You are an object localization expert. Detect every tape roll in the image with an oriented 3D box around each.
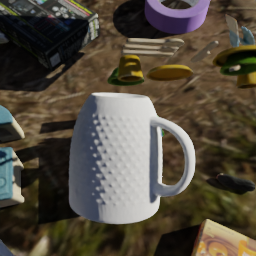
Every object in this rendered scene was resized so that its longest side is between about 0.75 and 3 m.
[{"bbox_3d":[1.582,-4.074,9.211,2.044,0.671,2.044,0,62,1],"label":"tape roll"}]

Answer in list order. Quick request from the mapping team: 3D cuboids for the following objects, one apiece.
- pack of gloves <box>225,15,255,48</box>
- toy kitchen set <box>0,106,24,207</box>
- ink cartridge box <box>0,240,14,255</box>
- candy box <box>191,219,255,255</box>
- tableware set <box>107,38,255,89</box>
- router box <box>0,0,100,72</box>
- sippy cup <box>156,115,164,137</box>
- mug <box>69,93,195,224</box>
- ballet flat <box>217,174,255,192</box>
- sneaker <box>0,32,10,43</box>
[{"bbox_3d":[2.298,-1.781,5.826,0.190,0.962,0.808,-36,49,3],"label":"pack of gloves"},{"bbox_3d":[-4.014,0.638,6.085,2.960,1.744,2.372,-10,62,-5],"label":"toy kitchen set"},{"bbox_3d":[-2.167,1.734,3.581,1.642,1.187,0.695,50,36,0],"label":"ink cartridge box"},{"bbox_3d":[2.318,2.856,5.558,2.091,0.578,1.207,22,64,11],"label":"candy box"},{"bbox_3d":[1.152,-0.980,5.088,2.939,1.980,0.451,-1,85,-12],"label":"tableware set"},{"bbox_3d":[-2.582,-3.272,8.663,2.780,0.864,2.083,38,68,17],"label":"router box"},{"bbox_3d":[0.551,0.045,6.985,0.801,0.629,0.587,-9,54,-14],"label":"sippy cup"},{"bbox_3d":[0.033,0.285,3.167,1.462,1.080,1.282,9,103,29],"label":"mug"},{"bbox_3d":[2.545,1.289,6.636,0.884,0.294,0.251,17,22,8],"label":"ballet flat"},{"bbox_3d":[-4.265,-2.545,8.586,1.230,0.464,0.708,3,71,10],"label":"sneaker"}]
